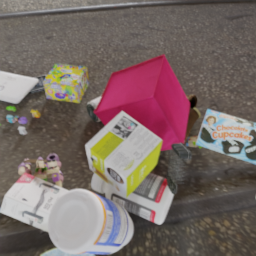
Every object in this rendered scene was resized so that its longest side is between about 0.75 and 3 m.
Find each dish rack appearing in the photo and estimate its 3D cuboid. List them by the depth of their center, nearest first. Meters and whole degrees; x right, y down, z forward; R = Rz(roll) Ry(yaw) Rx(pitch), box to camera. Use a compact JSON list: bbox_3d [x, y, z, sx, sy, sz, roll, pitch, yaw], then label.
[{"bbox_3d":[1.331,1.119,7.671,0.357,1.308,1.003,6,13,-6],"label":"dish rack"}]

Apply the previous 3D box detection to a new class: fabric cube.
[{"bbox_3d":[0.599,-0.724,9.984,2.351,2.343,2.306,-12,42,32],"label":"fabric cube"}]

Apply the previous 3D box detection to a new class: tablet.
[{"bbox_3d":[-5.841,-2.000,13.276,2.728,0.186,1.775,13,51,18],"label":"tablet"}]

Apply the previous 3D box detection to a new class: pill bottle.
[{"bbox_3d":[-0.739,2.386,6.899,1.339,2.390,1.339,-9,64,19],"label":"pill bottle"},{"bbox_3d":[0.132,1.907,8.723,2.422,1.341,1.341,19,48,18],"label":"pill bottle"}]

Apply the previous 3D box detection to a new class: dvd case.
[{"bbox_3d":[-4.482,-2.078,13.519,1.421,0.176,1.068,-19,48,-17],"label":"dvd case"}]

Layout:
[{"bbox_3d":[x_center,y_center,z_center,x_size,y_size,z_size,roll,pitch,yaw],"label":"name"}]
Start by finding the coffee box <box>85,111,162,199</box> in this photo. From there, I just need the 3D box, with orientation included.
[{"bbox_3d":[-0.110,0.741,7.476,1.397,1.411,1.413,36,63,20],"label":"coffee box"}]

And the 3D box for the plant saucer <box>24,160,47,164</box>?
[{"bbox_3d":[-2.943,1.084,9.031,0.773,0.773,0.114,2,81,2],"label":"plant saucer"}]

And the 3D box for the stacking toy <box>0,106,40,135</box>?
[{"bbox_3d":[-4.650,-0.326,11.681,1.587,0.373,1.197,9,44,12],"label":"stacking toy"}]

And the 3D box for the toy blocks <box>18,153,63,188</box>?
[{"bbox_3d":[-2.876,1.306,9.290,1.329,1.423,1.197,-7,37,-7],"label":"toy blocks"}]

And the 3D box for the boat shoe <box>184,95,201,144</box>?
[{"bbox_3d":[2.300,-0.481,11.033,1.028,1.026,2.778,-18,35,28],"label":"boat shoe"}]

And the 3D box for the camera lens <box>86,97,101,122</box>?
[{"bbox_3d":[-1.108,-0.842,11.778,1.122,0.898,0.898,-31,53,-28],"label":"camera lens"}]

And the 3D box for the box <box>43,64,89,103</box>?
[{"bbox_3d":[-2.824,-2.085,12.950,1.604,0.978,1.545,8,46,7],"label":"box"}]

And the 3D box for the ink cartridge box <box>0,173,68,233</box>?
[{"bbox_3d":[-2.574,2.155,8.095,1.654,0.701,1.204,24,25,-2],"label":"ink cartridge box"}]

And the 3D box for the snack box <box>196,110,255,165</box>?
[{"bbox_3d":[3.568,0.316,9.465,2.236,1.299,0.415,18,31,15],"label":"snack box"}]

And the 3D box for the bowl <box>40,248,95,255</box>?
[{"bbox_3d":[-1.499,4.062,6.536,2.152,1.158,2.152,14,33,-9],"label":"bowl"}]

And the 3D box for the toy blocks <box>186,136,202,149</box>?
[{"bbox_3d":[2.516,0.499,10.631,0.895,0.447,0.612,-21,16,-37],"label":"toy blocks"}]
